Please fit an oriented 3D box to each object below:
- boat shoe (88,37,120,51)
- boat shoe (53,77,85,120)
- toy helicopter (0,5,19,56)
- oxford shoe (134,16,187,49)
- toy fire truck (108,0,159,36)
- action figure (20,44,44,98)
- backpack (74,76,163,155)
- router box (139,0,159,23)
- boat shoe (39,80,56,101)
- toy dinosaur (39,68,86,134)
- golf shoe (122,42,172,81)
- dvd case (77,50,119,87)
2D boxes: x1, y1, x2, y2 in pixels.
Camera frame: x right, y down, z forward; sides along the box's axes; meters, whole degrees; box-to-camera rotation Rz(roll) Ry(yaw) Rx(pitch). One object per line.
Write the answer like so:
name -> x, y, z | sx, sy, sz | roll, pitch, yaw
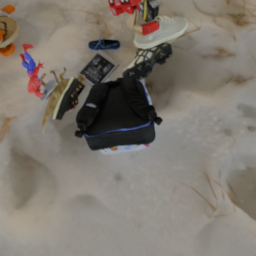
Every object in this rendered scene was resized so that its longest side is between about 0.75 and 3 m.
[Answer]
boat shoe -> -0.984, -3.478, 11.407 | 1.318, 0.453, 0.555 | -6, 73, -2
boat shoe -> -1.970, -0.962, 9.437 | 0.640, 0.747, 2.042 | 27, 41, -12
toy helicopter -> -5.637, -4.190, 11.360 | 2.794, 1.102, 1.848 | 19, 78, 16
oxford shoe -> 1.365, -3.954, 10.931 | 1.103, 0.847, 2.934 | 30, 50, 35
toy fire truck -> 0.146, -3.967, 9.832 | 0.464, 1.342, 1.904 | -37, 36, -27
action figure -> -3.259, -1.909, 9.601 | 0.604, 0.765, 2.338 | 6, 47, -36
backpack -> -0.266, -0.464, 9.485 | 2.669, 2.056, 2.543 | -6, 53, 3
router box -> 0.833, -4.836, 11.401 | 0.330, 1.264, 0.994 | -28, 76, -8
boat shoe -> -2.752, -1.284, 9.752 | 0.311, 0.288, 0.843 | 30, 92, 4
toy dinosaur -> -2.613, -1.252, 10.127 | 1.409, 0.811, 2.787 | 38, 69, -8
golf shoe -> 0.605, -2.700, 11.060 | 2.336, 0.908, 1.104 | -34, 61, -13
dvd case -> -1.191, -2.318, 11.152 | 1.041, 0.171, 1.386 | 38, 80, 10
